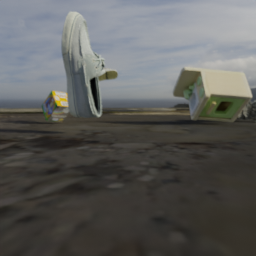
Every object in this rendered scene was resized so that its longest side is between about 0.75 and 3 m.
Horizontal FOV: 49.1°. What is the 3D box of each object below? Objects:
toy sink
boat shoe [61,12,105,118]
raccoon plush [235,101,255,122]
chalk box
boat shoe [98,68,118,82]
[{"bbox_3d":[3.033,-1.174,10.475,2.384,1.335,1.554,5,-35,-7],"label":"toy sink"},{"bbox_3d":[-0.987,-1.425,6.838,0.927,2.602,0.908,8,30,11],"label":"boat shoe"},{"bbox_3d":[4.845,-0.574,11.990,2.413,1.168,1.617,-26,29,-29],"label":"raccoon plush"},{"bbox_3d":[-2.868,-0.750,11.111,0.782,0.778,1.257,2,-36,-46],"label":"chalk box"},{"bbox_3d":[-1.071,-2.054,10.805,1.311,0.490,0.448,1,21,-11],"label":"boat shoe"}]
